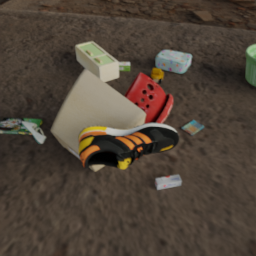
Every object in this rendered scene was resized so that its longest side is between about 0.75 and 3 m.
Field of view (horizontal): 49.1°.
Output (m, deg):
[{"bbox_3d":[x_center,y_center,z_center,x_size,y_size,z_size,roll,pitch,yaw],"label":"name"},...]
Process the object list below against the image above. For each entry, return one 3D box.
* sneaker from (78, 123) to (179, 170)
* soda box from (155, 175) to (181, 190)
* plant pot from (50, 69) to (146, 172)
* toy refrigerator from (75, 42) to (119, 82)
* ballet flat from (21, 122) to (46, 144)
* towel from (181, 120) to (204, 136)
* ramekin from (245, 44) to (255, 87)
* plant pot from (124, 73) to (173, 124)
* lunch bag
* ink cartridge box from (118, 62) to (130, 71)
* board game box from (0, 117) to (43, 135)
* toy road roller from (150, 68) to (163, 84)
[{"bbox_3d":[0.065,0.582,6.947,2.595,0.907,1.167,-1,42,-7],"label":"sneaker"},{"bbox_3d":[1.299,1.762,9.101,0.821,0.260,0.280,-8,41,-9],"label":"soda box"},{"bbox_3d":[-1.108,0.011,9.276,2.425,2.422,2.147,38,74,11],"label":"plant pot"},{"bbox_3d":[-1.680,-3.562,14.753,1.101,1.015,2.901,-21,45,-23],"label":"toy refrigerator"},{"bbox_3d":[-3.246,0.083,9.749,0.396,0.396,1.142,-33,66,-33],"label":"ballet flat"},{"bbox_3d":[2.606,-0.011,11.317,0.790,0.086,0.580,-29,48,-30],"label":"towel"},{"bbox_3d":[7.135,-2.939,13.405,2.992,1.462,2.992,-4,33,3],"label":"ramekin"},{"bbox_3d":[0.660,-0.925,10.867,1.710,1.878,1.878,31,42,-9],"label":"plant pot"},{"bbox_3d":[2.470,-3.580,15.026,1.796,0.692,1.440,18,41,20],"label":"lunch bag"},{"bbox_3d":[-0.220,-3.405,15.105,0.627,0.322,0.849,0,41,0],"label":"ink cartridge box"},{"bbox_3d":[-4.383,-0.073,11.322,1.628,0.191,0.853,4,38,5],"label":"board game box"},{"bbox_3d":[1.438,-2.715,13.983,0.611,0.726,0.994,7,41,8],"label":"toy road roller"}]
